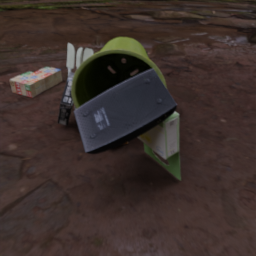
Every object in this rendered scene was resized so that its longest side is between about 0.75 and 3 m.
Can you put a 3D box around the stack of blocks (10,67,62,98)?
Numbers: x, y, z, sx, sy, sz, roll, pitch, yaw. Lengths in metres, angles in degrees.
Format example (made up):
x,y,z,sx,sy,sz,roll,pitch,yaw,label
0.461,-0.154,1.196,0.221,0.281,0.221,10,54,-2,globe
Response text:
x,y,z,sx,sy,sz,roll,pitch,yaw,label
-4.617,-2.400,14.230,1.313,0.668,2.280,16,35,24,stack of blocks

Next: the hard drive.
x,y,z,sx,sy,sz,roll,pitch,yaw,label
-0.106,-0.370,6.881,2.345,0.496,1.582,-28,51,4,hard drive

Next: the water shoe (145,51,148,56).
x,y,z,sx,sy,sz,roll,pitch,yaw,label
0.776,-3.508,13.645,0.479,1.215,0.434,-30,-9,3,water shoe

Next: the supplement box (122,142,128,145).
x,y,z,sx,sy,sz,roll,pitch,yaw,label
-0.714,0.093,10.109,0.893,0.521,1.417,-12,35,-42,supplement box

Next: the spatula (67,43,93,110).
x,y,z,sx,sy,sz,roll,pitch,yaw,label
-1.995,-1.842,11.175,0.221,2.747,1.910,-13,29,-44,spatula

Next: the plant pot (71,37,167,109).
x,y,z,sx,sy,sz,roll,pitch,yaw,label
-0.226,-1.793,9.486,2.882,2.882,2.737,1,38,2,plant pot

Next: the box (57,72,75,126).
x,y,z,sx,sy,sz,roll,pitch,yaw,label
-2.215,-1.032,10.384,0.421,1.693,1.335,15,62,-10,box

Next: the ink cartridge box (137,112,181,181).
x,y,z,sx,sy,sz,roll,pitch,yaw,label
0.701,0.327,8.125,0.608,2.535,1.844,-27,41,-24,ink cartridge box
